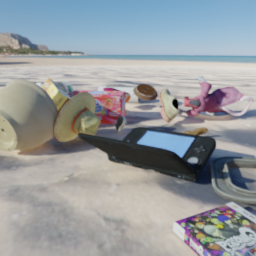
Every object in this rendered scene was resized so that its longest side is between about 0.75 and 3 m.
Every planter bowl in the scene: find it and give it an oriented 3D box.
[{"bbox_3d":[-3.366,-0.189,8.393,2.163,2.163,1.456,6,30,21],"label":"planter bowl"}]

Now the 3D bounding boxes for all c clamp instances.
[{"bbox_3d":[3.197,1.103,6.679,2.436,0.386,2.851,5,17,19],"label":"c clamp"}]

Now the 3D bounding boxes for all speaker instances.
[{"bbox_3d":[-0.555,-1.921,16.146,2.385,0.969,0.969,2,16,8],"label":"speaker"}]

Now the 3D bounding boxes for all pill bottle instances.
[{"bbox_3d":[-4.223,-1.788,14.980,2.347,1.327,1.327,-11,19,-37],"label":"pill bottle"}]

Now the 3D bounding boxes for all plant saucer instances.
[{"bbox_3d":[0.925,-1.915,14.665,1.339,0.231,1.339,7,42,-7],"label":"plant saucer"}]

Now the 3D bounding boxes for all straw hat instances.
[{"bbox_3d":[-1.378,-0.155,9.122,0.847,2.000,2.000,32,28,20],"label":"straw hat"}]

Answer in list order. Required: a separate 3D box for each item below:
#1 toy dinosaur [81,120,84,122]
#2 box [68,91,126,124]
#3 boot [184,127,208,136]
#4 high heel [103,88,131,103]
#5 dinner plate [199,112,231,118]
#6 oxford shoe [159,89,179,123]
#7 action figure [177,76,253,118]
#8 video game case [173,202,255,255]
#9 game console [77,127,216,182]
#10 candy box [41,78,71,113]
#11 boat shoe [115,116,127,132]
[{"bbox_3d":[-2.008,-0.264,11.006,1.223,0.356,0.618,-5,-28,-32],"label":"toy dinosaur"},{"bbox_3d":[-1.390,-0.941,12.190,2.456,1.172,1.224,2,20,9],"label":"box"},{"bbox_3d":[2.388,0.221,9.779,0.846,0.311,0.319,-15,28,6],"label":"boot"},{"bbox_3d":[-0.537,-1.694,14.296,0.916,0.643,1.910,35,19,18],"label":"high heel"},{"bbox_3d":[3.954,-0.683,13.196,1.740,0.211,1.740,0,17,0],"label":"dinner plate"},{"bbox_3d":[1.826,-1.074,11.969,0.728,0.760,2.058,35,34,-30],"label":"oxford shoe"},{"bbox_3d":[3.450,-0.960,12.102,2.928,1.961,2.180,-9,39,-37],"label":"action figure"},{"bbox_3d":[1.682,1.774,4.591,1.411,0.253,1.279,-8,18,-26],"label":"video game case"},{"bbox_3d":[0.552,0.281,7.019,2.634,1.533,2.317,10,39,35],"label":"game console"},{"bbox_3d":[-3.210,-0.977,11.264,0.750,1.566,2.713,36,3,-29],"label":"candy box"},{"bbox_3d":[-0.226,-0.168,10.210,0.300,0.934,0.344,-16,66,-22],"label":"boat shoe"}]
